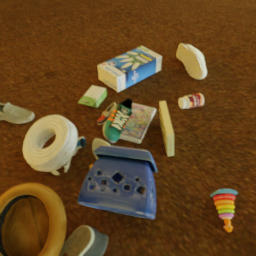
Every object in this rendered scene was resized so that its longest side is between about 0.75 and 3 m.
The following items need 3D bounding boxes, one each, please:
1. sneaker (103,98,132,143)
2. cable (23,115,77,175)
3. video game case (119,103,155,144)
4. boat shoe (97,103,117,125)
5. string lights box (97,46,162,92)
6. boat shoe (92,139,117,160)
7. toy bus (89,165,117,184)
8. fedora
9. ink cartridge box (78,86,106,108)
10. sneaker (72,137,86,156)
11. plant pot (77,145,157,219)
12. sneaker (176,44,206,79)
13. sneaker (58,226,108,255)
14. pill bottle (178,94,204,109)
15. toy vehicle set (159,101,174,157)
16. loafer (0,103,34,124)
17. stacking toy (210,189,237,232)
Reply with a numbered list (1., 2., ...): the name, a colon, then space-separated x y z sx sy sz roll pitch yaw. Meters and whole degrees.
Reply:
1. sneaker: -0.354 -0.391 10.929 0.773 0.866 2.166 30 44 -11
2. cable: -2.820 0.531 10.022 2.094 0.725 2.094 6 64 27
3. video game case: 0.133 -0.290 11.741 1.510 0.190 2.109 15 46 15
4. boat shoe: -0.894 -0.598 11.825 0.426 0.374 1.196 23 55 41
5. string lights box: 0.109 -3.003 14.073 2.970 0.876 1.526 -32 52 -29
6. boat shoe: -0.384 1.086 10.013 2.385 0.856 0.806 29 19 34
7. toy bus: -0.814 1.653 9.555 0.462 0.384 1.181 -34 53 -30
8. fedora: -2.696 2.800 7.699 2.482 1.012 2.482 -3 64 6
9. ink cartridge box: -1.602 -1.317 12.648 0.727 0.415 1.400 15 45 16
10. sneaker: -2.040 0.691 10.560 0.485 0.420 1.120 -13 18 37
11. plant pot: -0.117 1.555 8.073 1.941 1.941 1.745 6 70 14
12. sneaker: 3.539 -3.517 14.616 1.113 1.057 2.766 4 45 -23
13. sneaker: -1.447 3.553 7.391 2.104 1.118 0.787 -43 50 0
14. pill bottle: 2.774 -1.169 12.384 0.993 0.567 0.567 -13 45 -13
15. toy vehicle set: 1.459 0.007 10.699 0.250 1.174 1.889 -7 43 2
16. loafer: -4.973 -0.666 11.749 2.058 0.718 0.719 6 44 6
17. stacking toy: 2.953 2.516 8.459 0.702 0.664 1.210 3 62 -6
